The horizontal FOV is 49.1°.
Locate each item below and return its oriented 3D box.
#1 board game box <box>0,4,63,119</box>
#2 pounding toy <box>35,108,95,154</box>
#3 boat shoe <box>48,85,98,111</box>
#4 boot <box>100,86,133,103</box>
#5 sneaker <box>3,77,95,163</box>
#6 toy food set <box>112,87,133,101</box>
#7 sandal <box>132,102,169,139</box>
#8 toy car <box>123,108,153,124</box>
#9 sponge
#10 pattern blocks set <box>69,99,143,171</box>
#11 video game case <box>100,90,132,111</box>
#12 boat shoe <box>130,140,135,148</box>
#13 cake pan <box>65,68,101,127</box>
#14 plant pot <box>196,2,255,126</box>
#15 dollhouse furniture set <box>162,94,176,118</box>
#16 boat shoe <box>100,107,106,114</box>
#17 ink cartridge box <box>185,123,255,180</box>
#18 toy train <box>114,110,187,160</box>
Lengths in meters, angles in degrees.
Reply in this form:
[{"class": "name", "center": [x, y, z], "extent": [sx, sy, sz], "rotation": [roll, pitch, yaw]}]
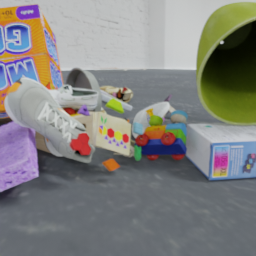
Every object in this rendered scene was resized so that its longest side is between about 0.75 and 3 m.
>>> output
[{"class": "board game box", "center": [-3.845, -1.905, 9.200], "extent": [2.879, 2.880, 2.882], "rotation": [-9, 1, -5]}, {"class": "pounding toy", "center": [-1.965, -0.156, 8.094], "extent": [2.211, 1.011, 1.942], "rotation": [12, 19, 36]}, {"class": "boat shoe", "center": [-1.657, -0.895, 7.557], "extent": [1.760, 0.588, 0.647], "rotation": [1, 42, -29]}, {"class": "boot", "center": [-0.862, -1.600, 14.059], "extent": [2.113, 0.769, 1.642], "rotation": [4, 15, 3]}, {"class": "sneaker", "center": [-1.399, -0.071, 5.738], "extent": [1.146, 0.943, 2.491], "rotation": [18, -22, 28]}, {"class": "toy food set", "center": [-0.356, -1.379, 12.176], "extent": [0.681, 1.071, 0.169], "rotation": [52, 21, 11]}, {"class": "sandal", "center": [0.718, -0.152, 8.943], "extent": [1.086, 0.656, 2.668], "rotation": [-10, 19, 24]}, {"class": "toy car", "center": [0.003, -0.101, 7.584], "extent": [0.717, 0.487, 1.462], "rotation": [-1, -13, -44]}, {"class": "sponge", "center": [-2.657, 0.555, 5.579], "extent": [1.603, 0.428, 2.873], "rotation": [-24, 22, -11]}, {"class": "pattern blocks set", "center": [-0.334, 0.116, 5.601], "extent": [1.679, 1.476, 0.136], "rotation": [30, -32, -35]}, {"class": "video game case", "center": [-1.003, -1.216, 10.187], "extent": [1.792, 0.217, 1.968], "rotation": [30, 8, 30]}, {"class": "boat shoe", "center": [-0.011, 0.413, 7.049], "extent": [0.835, 0.305, 0.263], "rotation": [22, -5, 25]}, {"class": "cake pan", "center": [-1.428, -0.966, 8.904], "extent": [0.347, 1.895, 1.895], "rotation": [-13, 20, -37]}, {"class": "plant pot", "center": [2.673, -1.871, 6.639], "extent": [2.531, 2.531, 2.705], "rotation": [0, 40, 0]}, {"class": "dollhouse furniture set", "center": [1.466, -0.331, 10.527], "extent": [0.955, 1.067, 1.346], "rotation": [39, 44, -5]}, {"class": "boat shoe", "center": [-1.484, -0.743, 9.999], "extent": [0.798, 0.848, 2.226], "rotation": [-33, 24, -28]}, {"class": "ink cartridge box", "center": [2.562, 0.434, 6.189], "extent": [2.208, 0.843, 1.506], "rotation": [-3, 15, -7]}, {"class": "toy train", "center": [0.522, 0.148, 6.636], "extent": [1.810, 0.766, 1.047], "rotation": [-4, 52, 32]}]
